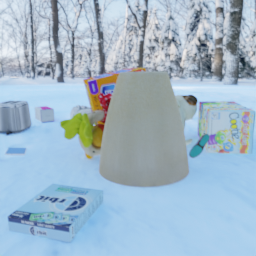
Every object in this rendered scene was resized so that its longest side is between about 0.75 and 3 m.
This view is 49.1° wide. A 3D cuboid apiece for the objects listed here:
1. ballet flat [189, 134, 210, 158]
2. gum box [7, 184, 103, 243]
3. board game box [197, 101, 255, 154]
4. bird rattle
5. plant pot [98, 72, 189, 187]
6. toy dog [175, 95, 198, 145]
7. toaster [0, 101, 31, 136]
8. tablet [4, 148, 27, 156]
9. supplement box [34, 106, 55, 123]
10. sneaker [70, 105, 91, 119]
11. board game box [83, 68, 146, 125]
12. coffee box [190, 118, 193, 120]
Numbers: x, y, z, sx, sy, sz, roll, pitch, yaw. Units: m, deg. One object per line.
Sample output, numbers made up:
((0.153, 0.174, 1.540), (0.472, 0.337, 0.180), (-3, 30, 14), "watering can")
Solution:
((1.903, 0.500, 7.536), (0.278, 0.803, 0.286), (37, -10, 3), "ballet flat")
((-1.291, 1.538, 5.313), (1.207, 0.317, 1.421), (4, 13, 17), "gum box")
((3.439, -0.122, 10.268), (1.432, 1.458, 2.781), (1, 11, 7), "board game box")
((-0.957, -0.054, 8.759), (1.246, 1.803, 2.212), (14, 36, 34), "bird rattle")
((0.412, -0.156, 7.538), (2.495, 2.664, 2.495), (-1, 12, 0), "plant pot")
((1.762, -0.467, 10.433), (2.029, 1.460, 2.093), (27, 56, 28), "toy dog")
((-5.120, -0.506, 12.469), (1.145, 1.301, 2.014), (0, 12, 4), "toaster")
((-3.696, 0.780, 9.246), (0.613, 0.064, 0.943), (3, 7, -17), "tablet")
((-4.493, -0.735, 14.993), (0.688, 0.702, 1.359), (-9, 13, -32), "supplement box")
((-1.383, -0.649, 14.137), (2.966, 1.114, 1.202), (-15, 29, -36), "sneaker")
((-0.431, -1.157, 11.920), (2.340, 2.340, 2.342), (-16, 15, -9), "board game box")
((3.009, -1.087, 15.622), (1.111, 1.099, 1.109), (1, 12, 3), "coffee box")
